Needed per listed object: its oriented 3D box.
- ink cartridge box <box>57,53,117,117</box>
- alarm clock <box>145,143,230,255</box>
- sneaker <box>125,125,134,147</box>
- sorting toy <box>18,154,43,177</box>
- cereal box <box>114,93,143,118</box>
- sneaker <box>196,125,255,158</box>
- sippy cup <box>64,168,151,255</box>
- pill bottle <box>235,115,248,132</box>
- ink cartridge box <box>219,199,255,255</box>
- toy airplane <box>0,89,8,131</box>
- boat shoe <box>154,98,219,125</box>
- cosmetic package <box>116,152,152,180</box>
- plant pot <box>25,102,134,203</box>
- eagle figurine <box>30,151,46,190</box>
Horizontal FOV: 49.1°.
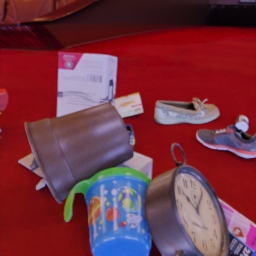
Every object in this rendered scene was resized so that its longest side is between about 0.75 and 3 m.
[{"bbox_3d":[-1.705,-1.533,11.586,2.121,2.920,1.217,8,12,14],"label":"ink cartridge box"},{"bbox_3d":[1.214,1.631,6.088,0.995,2.016,2.989,-29,44,34],"label":"alarm clock"},{"bbox_3d":[-0.116,0.511,10.018,0.687,0.753,1.859,1,27,1],"label":"sneaker"},{"bbox_3d":[-2.473,0.952,9.647,1.540,0.307,2.083,16,34,37],"label":"sorting toy"},{"bbox_3d":[-0.008,-1.069,13.287,1.282,0.352,1.781,-15,26,4],"label":"cereal box"},{"bbox_3d":[3.575,0.255,10.054,2.374,0.972,0.915,17,34,39],"label":"sneaker"},{"bbox_3d":[-0.172,2.035,6.216,2.218,1.742,1.625,-10,38,5],"label":"sippy cup"},{"bbox_3d":[4.768,-0.212,11.755,0.486,0.486,0.916,10,28,19],"label":"pill bottle"},{"bbox_3d":[2.416,2.403,6.193,0.341,0.869,1.836,29,4,-44],"label":"ink cartridge box"},{"bbox_3d":[-5.835,-0.253,10.817,2.519,1.785,2.530,-11,50,24],"label":"toy airplane"},{"bbox_3d":[2.635,-0.778,12.355,2.995,0.939,1.098,-6,28,-12],"label":"boat shoe"},{"bbox_3d":[-0.263,1.192,8.404,1.866,1.004,0.791,16,30,32],"label":"cosmetic package"},{"bbox_3d":[-1.134,0.441,7.060,2.129,2.151,2.151,-24,32,-11],"label":"plant pot"},{"bbox_3d":[-1.656,0.915,8.381,2.328,1.757,1.767,11,48,-14],"label":"eagle figurine"}]
